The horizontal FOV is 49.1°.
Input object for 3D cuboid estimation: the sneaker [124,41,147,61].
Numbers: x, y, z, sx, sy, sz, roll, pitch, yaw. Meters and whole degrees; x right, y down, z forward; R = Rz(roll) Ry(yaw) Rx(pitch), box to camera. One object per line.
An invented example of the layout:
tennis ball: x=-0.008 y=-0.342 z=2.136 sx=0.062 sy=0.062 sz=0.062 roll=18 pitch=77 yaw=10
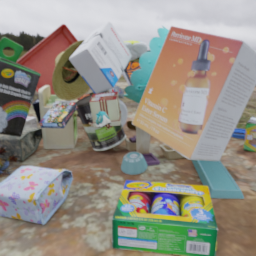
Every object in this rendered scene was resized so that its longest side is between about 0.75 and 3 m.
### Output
sneaker: x=-0.389 y=-3.841 z=13.295 sx=2.540 sy=0.962 sz=1.334 roll=-9 pitch=48 yaw=3

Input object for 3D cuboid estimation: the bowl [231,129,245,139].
bowl: x=5.139 y=0.267 z=12.970 sx=1.022 sy=0.201 sz=1.022 roll=0 pitch=16 yaw=0

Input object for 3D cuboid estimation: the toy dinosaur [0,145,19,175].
toy dinosaur: x=-4.222 y=1.356 z=8.931 sx=1.934 sy=1.015 sz=1.755 roll=-33 pitch=15 yaw=28

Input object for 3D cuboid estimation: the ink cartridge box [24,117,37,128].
ink cartridge box: x=-5.411 y=-0.033 z=12.856 sx=1.967 sy=0.827 sz=1.436 roll=6 pitch=17 yaw=19

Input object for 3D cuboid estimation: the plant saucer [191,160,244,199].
plant saucer: x=2.725 y=1.437 z=8.872 sx=0.962 sy=0.261 sz=2.751 roll=1 pitch=15 yaw=2

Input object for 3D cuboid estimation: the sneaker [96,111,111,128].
sneaker: x=-0.720 y=-0.269 z=7.889 sx=0.409 sy=0.421 sz=1.057 roll=-23 pitch=5 yaw=-15

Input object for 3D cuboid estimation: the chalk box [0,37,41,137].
chalk box: x=-3.980 y=-1.314 z=8.429 sx=1.693 sy=2.731 sz=1.705 roll=18 pitch=1 yaw=24

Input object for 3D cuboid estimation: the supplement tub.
supplement tub: x=-1.393 y=-0.861 z=14.089 sx=1.711 sy=1.711 sz=2.793 roll=-9 pitch=20 yaw=-30

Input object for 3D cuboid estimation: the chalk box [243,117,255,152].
chalk box: x=5.655 y=0.355 z=10.956 sx=1.899 sy=1.176 sz=1.182 roll=11 pitch=18 yaw=31

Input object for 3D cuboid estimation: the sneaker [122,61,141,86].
sneaker: x=0.475 y=-2.316 z=13.027 sx=1.065 sy=1.901 sz=0.738 roll=-34 pitch=-11 yaw=13

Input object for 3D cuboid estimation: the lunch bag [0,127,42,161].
lunch bag: x=-4.275 y=0.484 z=10.716 sx=1.466 sy=1.051 sz=1.787 roll=3 pitch=21 yaw=10

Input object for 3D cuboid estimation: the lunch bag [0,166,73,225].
lunch bag: x=-2.300 y=1.571 z=7.097 sx=1.334 sy=1.000 sz=1.573 roll=3 pitch=26 yaw=17

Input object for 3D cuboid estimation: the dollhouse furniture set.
dollhouse furniture set: x=1.295 y=0.153 z=10.547 sx=2.475 sy=1.757 sz=1.961 roll=-4 pitch=17 yaw=-15

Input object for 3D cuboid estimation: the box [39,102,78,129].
box: x=-1.962 y=-0.374 z=7.975 sx=0.708 sy=0.195 sz=1.037 roll=0 pitch=38 yaw=16

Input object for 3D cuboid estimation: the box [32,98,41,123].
box: x=-4.263 y=-1.233 z=15.858 sx=1.645 sy=1.160 sz=2.223 roll=-14 pitch=16 yaw=-1

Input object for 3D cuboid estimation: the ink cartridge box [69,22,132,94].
ink cartridge box: x=-0.762 y=-2.131 z=8.475 sx=0.773 sy=1.339 sz=1.835 roll=-17 pitch=33 yaw=34

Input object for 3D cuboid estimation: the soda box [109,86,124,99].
soda box: x=-0.525 y=-1.669 z=13.202 sx=0.396 sy=0.427 sz=1.250 roll=-1 pitch=-1 yaw=13

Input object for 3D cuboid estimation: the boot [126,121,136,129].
boot: x=0.873 y=-0.205 z=14.004 sx=1.556 sy=0.566 sz=1.209 roll=7 pitch=17 yaw=35

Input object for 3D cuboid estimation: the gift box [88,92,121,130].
gift box: x=-0.770 y=-0.544 z=9.080 sx=1.083 sy=1.011 sz=0.999 roll=-5 pitch=23 yaw=9

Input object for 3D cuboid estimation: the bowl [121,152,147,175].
bowl: x=0.178 y=1.116 z=9.304 sx=0.894 sy=0.467 sz=0.894 roll=-6 pitch=25 yaw=3

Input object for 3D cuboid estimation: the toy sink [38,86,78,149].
toy sink: x=-2.784 y=-0.503 z=11.651 sx=1.348 sy=2.407 sz=1.569 roll=-2 pitch=16 yaw=-4

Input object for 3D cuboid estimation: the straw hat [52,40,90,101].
straw hat: x=-2.317 y=-2.406 z=11.051 sx=1.058 sy=2.500 sz=2.500 roll=33 pitch=31 yaw=26

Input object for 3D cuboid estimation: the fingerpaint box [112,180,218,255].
fingerpaint box: x=0.810 y=1.921 z=6.253 sx=2.061 sy=0.756 sz=1.720 roll=3 pitch=16 yaw=9

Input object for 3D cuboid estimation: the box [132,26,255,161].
box: x=1.737 y=-0.870 z=7.280 sx=1.503 sy=2.826 sz=2.152 roll=9 pitch=16 yaw=-46

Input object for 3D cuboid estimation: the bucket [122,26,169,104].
bucket: x=1.300 y=-1.882 z=9.891 sx=1.898 sy=2.917 sz=2.917 roll=29 pitch=19 yaw=0

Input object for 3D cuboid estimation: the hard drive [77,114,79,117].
hard drive: x=-3.006 y=-0.893 z=16.846 sx=1.448 sy=0.274 sz=1.012 roll=0 pitch=16 yaw=2

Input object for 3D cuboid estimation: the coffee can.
coffee can: x=-1.082 y=-0.292 z=11.036 sx=1.455 sy=1.988 sz=1.455 roll=-19 pitch=18 yaw=6

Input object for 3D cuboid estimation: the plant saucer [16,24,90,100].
plant saucer: x=-3.051 y=-2.563 z=12.636 sx=2.960 sy=2.954 sz=0.543 roll=-48 pitch=26 yaw=-18
